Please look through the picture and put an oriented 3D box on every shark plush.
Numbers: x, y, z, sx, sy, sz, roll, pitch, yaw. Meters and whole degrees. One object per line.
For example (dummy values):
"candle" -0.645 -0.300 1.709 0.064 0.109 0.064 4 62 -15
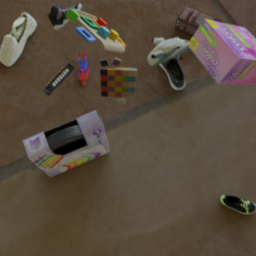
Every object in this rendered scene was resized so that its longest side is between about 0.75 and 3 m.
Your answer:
"shark plush" 1.625 -2.661 9.535 2.048 0.853 0.931 -17 52 10

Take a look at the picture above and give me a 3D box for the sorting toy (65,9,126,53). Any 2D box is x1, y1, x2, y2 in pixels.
"sorting toy" -0.822 -3.051 8.701 1.585 2.816 0.384 49 114 8

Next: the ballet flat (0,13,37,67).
"ballet flat" -5.047 -4.042 12.465 0.971 0.971 2.705 18 69 7

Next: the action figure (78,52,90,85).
"action figure" -1.938 -2.540 12.120 0.483 0.382 1.476 -5 72 4

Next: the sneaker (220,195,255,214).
"sneaker" 3.882 2.688 9.825 1.313 0.544 0.471 13 68 5

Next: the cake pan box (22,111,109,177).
"cake pan box" -1.941 0.619 9.536 2.478 2.691 0.704 -24 68 -11

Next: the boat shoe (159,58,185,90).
"boat shoe" 1.824 -2.690 11.960 0.791 0.749 2.261 -15 68 -6

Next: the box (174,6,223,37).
"box" 3.218 -4.716 12.844 1.930 0.723 0.967 29 70 13

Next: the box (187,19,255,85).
"box" 3.012 -2.152 8.104 1.895 0.916 1.667 -5 55 -33

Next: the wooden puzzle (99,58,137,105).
"wooden puzzle" -0.290 -1.324 8.184 1.038 1.750 0.123 2 49 -2

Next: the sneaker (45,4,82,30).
"sneaker" -2.574 -4.614 11.063 1.439 0.543 0.819 -40 112 2

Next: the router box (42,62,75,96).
"router box" -1.866 -1.290 7.478 0.243 0.711 0.953 43 77 -17
